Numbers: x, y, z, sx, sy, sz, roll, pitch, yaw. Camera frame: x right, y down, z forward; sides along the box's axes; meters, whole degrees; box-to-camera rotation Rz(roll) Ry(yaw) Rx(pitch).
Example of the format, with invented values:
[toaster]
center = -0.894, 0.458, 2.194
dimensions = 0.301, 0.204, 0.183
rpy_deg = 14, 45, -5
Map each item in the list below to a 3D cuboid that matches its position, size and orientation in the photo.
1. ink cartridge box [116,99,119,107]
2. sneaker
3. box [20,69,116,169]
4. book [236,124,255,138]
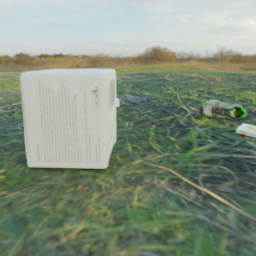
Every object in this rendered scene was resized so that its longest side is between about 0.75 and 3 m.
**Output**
[ink cartridge box]
center = -1.577, -1.216, 14.765
dimensions = 1.565, 0.487, 1.944
rpy_deg = -8, 2, -26
[sneaker]
center = 4.133, -0.783, 12.132
dimensions = 2.041, 0.796, 0.869
rpy_deg = -1, 15, -7
[box]
center = -1.408, -0.380, 7.493
dimensions = 2.010, 2.347, 2.335
rpy_deg = 2, 14, 2
[book]
center = 4.400, 0.167, 9.635
dimensions = 1.114, 0.268, 0.744
rpy_deg = 16, 22, 35
